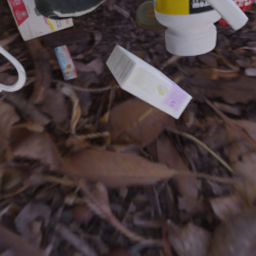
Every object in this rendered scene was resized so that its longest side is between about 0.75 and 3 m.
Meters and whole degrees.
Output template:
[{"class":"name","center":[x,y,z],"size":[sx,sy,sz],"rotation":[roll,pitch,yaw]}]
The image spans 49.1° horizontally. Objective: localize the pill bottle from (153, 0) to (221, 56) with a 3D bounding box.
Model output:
[{"class":"pill bottle","center":[1.176,-2.801,5.346],"size":[1.437,2.582,1.437],"rotation":[-7,37,5]}]

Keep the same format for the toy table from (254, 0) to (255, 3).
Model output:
[{"class":"toy table","center":[3.542,-2.741,5.064],"size":[2.374,2.583,1.512],"rotation":[30,91,48]}]

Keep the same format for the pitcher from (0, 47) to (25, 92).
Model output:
[{"class":"pitcher","center":[-2.145,-1.082,4.010],"size":[1.146,0.810,1.336],"rotation":[-13,92,-3]}]

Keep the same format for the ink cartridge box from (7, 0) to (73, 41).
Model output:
[{"class":"ink cartridge box","center":[-2.617,-3.505,8.447],"size":[1.627,1.201,0.697],"rotation":[-23,60,-13]}]

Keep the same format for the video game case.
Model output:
[{"class":"video game case","center":[0.537,-2.205,3.473],"size":[1.943,0.223,1.771],"rotation":[28,34,-31]}]

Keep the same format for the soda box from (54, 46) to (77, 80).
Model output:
[{"class":"soda box","center":[-1.764,-1.839,7.889],"size":[0.357,0.332,1.044],"rotation":[-18,58,-11]}]

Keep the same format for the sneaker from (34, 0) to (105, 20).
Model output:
[{"class":"sneaker","center":[-0.892,-2.607,5.535],"size":[0.920,0.989,2.291],"rotation":[52,53,-8]}]

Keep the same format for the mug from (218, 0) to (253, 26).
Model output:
[{"class":"mug","center":[3.259,-4.006,9.132],"size":[1.361,1.208,0.908],"rotation":[-12,22,-12]}]

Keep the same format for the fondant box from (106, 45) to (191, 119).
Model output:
[{"class":"fondant box","center":[0.294,-0.871,4.986],"size":[1.137,0.459,1.576],"rotation":[26,18,-24]}]

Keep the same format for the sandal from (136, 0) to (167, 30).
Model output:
[{"class":"sandal","center":[1.284,-2.867,6.576],"size":[2.309,0.623,0.927],"rotation":[-6,83,10]}]
